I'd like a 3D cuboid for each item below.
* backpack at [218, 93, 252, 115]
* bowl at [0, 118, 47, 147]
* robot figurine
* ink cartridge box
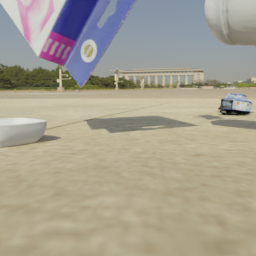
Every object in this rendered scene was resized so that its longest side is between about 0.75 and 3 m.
[{"bbox_3d":[4.502,-0.961,11.624,1.155,0.935,1.213,17,12,32],"label":"backpack"},{"bbox_3d":[-2.160,0.065,5.066,1.117,0.417,1.115,4,8,36],"label":"bowl"},{"bbox_3d":[2.464,-2.202,4.907,2.561,1.446,2.172,15,-22,42],"label":"robot figurine"},{"bbox_3d":[-1.042,-2.686,4.741,0.624,2.830,2.882,-2,47,-51],"label":"ink cartridge box"}]
